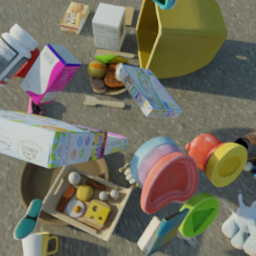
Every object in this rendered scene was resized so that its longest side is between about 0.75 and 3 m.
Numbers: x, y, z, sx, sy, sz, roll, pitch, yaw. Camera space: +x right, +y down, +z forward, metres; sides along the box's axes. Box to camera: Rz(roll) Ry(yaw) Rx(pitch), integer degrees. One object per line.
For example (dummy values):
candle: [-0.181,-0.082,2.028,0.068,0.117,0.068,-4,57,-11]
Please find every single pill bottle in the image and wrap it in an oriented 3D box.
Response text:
pill bottle: [-3.160,-1.912,7.393,1.526,0.869,0.869,-46,72,2]

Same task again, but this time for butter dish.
butter dish: [-3.929,-2.607,11.112,1.475,1.091,1.471,-29,55,34]

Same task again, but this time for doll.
doll: [4.762,1.431,9.516,1.706,0.413,1.164,8,53,12]

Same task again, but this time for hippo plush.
hippo plush: [3.800,2.842,8.628,1.435,1.422,1.785,-14,69,-35]

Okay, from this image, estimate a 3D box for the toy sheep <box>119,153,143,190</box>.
toy sheep: [0.355,1.488,9.223,1.032,1.032,1.496,-29,84,-13]

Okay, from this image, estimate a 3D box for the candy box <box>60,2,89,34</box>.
candy box: [-2.360,-4.891,12.464,0.828,0.397,1.434,15,66,7]

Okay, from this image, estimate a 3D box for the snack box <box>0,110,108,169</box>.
snack box: [-2.305,0.140,6.673,2.991,2.127,0.792,12,95,23]

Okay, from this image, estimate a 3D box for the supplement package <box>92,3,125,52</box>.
supplement package: [-0.748,-4.104,11.528,1.079,1.432,1.087,13,66,6]

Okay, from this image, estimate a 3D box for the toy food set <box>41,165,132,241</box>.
toy food set: [-1.265,2.184,8.565,2.318,0.700,1.663,20,65,14]

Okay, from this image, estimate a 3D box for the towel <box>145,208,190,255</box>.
towel: [0.748,2.005,5.396,0.753,1.027,0.111,-8,39,-42]

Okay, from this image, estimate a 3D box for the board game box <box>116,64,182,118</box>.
board game box: [0.600,-1.086,8.302,1.286,0.327,1.913,1,46,-41]

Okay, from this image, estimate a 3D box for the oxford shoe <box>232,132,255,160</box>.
oxford shoe: [4.194,0.611,9.627,2.416,0.881,0.861,-28,62,-13]

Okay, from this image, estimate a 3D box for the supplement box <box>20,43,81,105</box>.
supplement box: [-2.099,-1.418,7.548,0.757,0.773,1.495,48,113,8]

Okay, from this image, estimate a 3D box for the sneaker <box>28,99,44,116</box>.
sneaker: [-3.469,-0.713,10.577,0.580,0.481,1.217,5,65,-21]

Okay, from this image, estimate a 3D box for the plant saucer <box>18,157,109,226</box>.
plant saucer: [-2.108,1.750,9.381,2.972,0.438,2.972,0,66,0]

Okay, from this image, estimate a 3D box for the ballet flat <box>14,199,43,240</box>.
ballet flat: [-2.409,2.290,6.847,0.411,0.411,1.183,8,35,4]

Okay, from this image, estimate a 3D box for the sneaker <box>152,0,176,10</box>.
sneaker: [0.668,-4.119,7.937,1.816,0.704,0.723,44,45,-7]

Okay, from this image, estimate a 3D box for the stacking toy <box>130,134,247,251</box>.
stacking toy: [1.133,1.286,6.447,2.758,2.496,1.165,-1,26,-33]

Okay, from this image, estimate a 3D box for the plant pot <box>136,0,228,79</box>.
plant pot: [2.039,-3.679,10.748,2.841,2.759,2.778,-1,65,-11]

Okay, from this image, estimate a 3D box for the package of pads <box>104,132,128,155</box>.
package of pads: [-0.635,0.417,7.910,0.835,1.081,0.369,-13,105,-36]

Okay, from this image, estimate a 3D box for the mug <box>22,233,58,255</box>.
mug: [-2.681,3.585,8.378,0.978,0.783,0.803,-6,73,4]

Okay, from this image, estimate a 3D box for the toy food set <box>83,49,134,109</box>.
toy food set: [-0.721,-2.106,11.093,1.881,0.547,2.724,7,65,3]

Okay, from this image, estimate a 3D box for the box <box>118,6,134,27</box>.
box: [-0.228,-5.068,12.707,0.884,0.115,1.081,8,66,4]
